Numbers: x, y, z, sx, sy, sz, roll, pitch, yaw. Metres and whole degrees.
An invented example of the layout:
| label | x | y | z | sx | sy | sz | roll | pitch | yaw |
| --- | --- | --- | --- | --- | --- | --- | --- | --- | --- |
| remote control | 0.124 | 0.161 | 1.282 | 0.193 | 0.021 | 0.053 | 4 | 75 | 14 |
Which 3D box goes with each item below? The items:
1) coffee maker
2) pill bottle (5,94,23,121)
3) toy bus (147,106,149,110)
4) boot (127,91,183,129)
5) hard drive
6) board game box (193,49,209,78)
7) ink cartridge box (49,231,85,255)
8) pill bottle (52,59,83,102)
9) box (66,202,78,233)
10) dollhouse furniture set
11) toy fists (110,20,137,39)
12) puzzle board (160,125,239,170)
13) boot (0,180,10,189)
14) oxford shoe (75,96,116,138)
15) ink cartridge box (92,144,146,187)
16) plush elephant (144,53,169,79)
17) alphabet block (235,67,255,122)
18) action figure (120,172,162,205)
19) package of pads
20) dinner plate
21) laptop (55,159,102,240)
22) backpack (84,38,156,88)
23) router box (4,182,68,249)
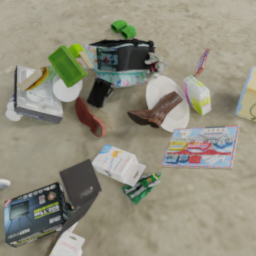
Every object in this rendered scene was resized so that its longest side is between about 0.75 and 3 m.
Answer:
| label | x | y | z | sx | sy | sz | roll | pitch | yaw |
| --- | --- | --- | --- | --- | --- | --- | --- | --- | --- |
| coffee maker | -1.217 | -1.396 | 11.145 | 0.738 | 1.095 | 1.052 | 31 | 15 | 34 |
| pill bottle | -4.696 | -0.975 | 12.015 | 0.803 | 0.803 | 1.341 | 5 | 50 | 4 |
| toy bus | 1.243 | -1.009 | 11.719 | 0.928 | 1.313 | 1.368 | 3 | 49 | 5 |
| boot | 1.031 | -0.815 | 10.629 | 1.621 | 0.559 | 1.739 | 22 | 59 | 34 |
| hard drive | -3.874 | -1.490 | 12.026 | 1.925 | 0.521 | 2.755 | 15 | 41 | -33 |
| board game box | 3.112 | -2.708 | 12.014 | 0.144 | 0.764 | 1.485 | 27 | 52 | -2 |
| ink cartridge box | -1.847 | 3.762 | 8.143 | 0.739 | 0.435 | 1.283 | 18 | 49 | 15 |
| pill bottle | -2.648 | -2.167 | 12.415 | 1.272 | 1.272 | 2.234 | -5 | 35 | -4 |
| box | -2.112 | 2.833 | 9.126 | 1.101 | 0.200 | 0.795 | 21 | 52 | 17 |
| dollhouse furniture set | -2.730 | -1.936 | 10.886 | 2.606 | 1.308 | 1.707 | -33 | 8 | 20 |
| toy fists | -0.218 | -5.753 | 16.322 | 0.858 | 0.579 | 1.683 | -39 | 61 | -20 |
| puzzle board | 1.963 | 0.493 | 7.743 | 1.950 | 0.170 | 1.470 | -3 | 45 | 34 |
| boot | -4.772 | 2.167 | 9.573 | 1.409 | 0.512 | 0.636 | -7 | 57 | 3 |
| oxford shoe | -1.429 | -0.496 | 11.747 | 0.921 | 0.867 | 2.462 | -11 | 47 | -39 |
| ink cartridge box | -0.326 | 1.306 | 9.931 | 1.651 | 0.560 | 0.951 | 18 | 59 | 30 |
| plush elephant | 1.072 | -2.620 | 11.420 | 1.093 | 0.847 | 0.901 | -42 | 24 | -9 |
| alphabet block | 5.692 | -1.315 | 11.775 | 1.696 | 1.657 | 1.666 | 19 | 54 | 17 |
| action figure | 0.588 | 1.961 | 9.778 | 1.498 | 0.410 | 0.885 | -28 | 51 | -26 |
| package of pads | 2.893 | -1.312 | 11.728 | 0.522 | 1.532 | 1.183 | -34 | 53 | -4 |
| dinner plate | 1.729 | -1.025 | 11.399 | 2.477 | 0.300 | 2.477 | 15 | 64 | -33 |
| laptop | -1.598 | 2.010 | 8.219 | 1.003 | 1.620 | 1.730 | -21 | 89 | 22 |
| backpack | -0.481 | -2.939 | 12.446 | 2.903 | 2.186 | 2.578 | 20 | 24 | 36 |
| router box | -2.874 | 2.699 | 8.766 | 1.878 | 0.583 | 1.407 | -21 | 52 | -2 |
